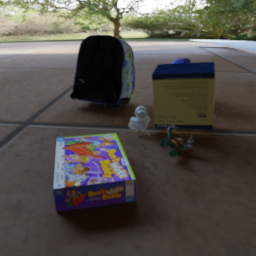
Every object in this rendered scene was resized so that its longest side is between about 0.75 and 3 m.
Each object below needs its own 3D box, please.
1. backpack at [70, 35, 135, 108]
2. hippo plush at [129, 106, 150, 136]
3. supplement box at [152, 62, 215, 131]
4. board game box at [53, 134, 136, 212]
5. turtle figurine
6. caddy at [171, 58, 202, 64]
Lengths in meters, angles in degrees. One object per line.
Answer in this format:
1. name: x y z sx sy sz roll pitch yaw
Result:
1. backpack: -0.959 -2.526 12.261 2.597 2.838 2.086 12 14 23
2. hippo plush: 0.341 -0.301 9.292 0.730 0.737 0.916 -3 43 9
3. supplement box: 1.899 -1.073 9.486 1.957 1.955 1.313 1 27 16
4. board game box: -0.912 0.933 6.916 1.702 0.567 2.531 -5 23 -11
5. turtle figurine: 1.413 0.415 8.139 0.892 0.600 1.191 31 31 23
6. caddy: 2.581 -2.183 12.999 1.710 1.270 2.419 10 -13 -17
